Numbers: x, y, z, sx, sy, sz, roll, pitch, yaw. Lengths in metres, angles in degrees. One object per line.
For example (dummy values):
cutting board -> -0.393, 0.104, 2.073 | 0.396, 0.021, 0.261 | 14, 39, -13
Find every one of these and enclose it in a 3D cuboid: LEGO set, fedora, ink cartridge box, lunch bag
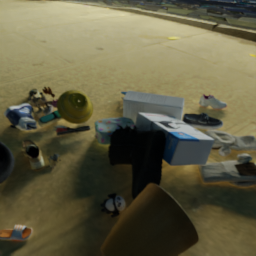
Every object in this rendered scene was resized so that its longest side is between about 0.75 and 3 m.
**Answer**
LEGO set -> -2.812, 1.193, 10.549 | 0.525, 0.229, 0.809 | -5, 35, -8
fedora -> -5.007, 1.361, 9.259 | 2.360, 1.078, 2.360 | 24, 31, -15
ink cartridge box -> 1.583, 0.356, 10.364 | 1.795, 1.036, 2.474 | 2, 21, -34
lunch bag -> -0.541, 0.152, 11.570 | 1.722, 0.664, 1.381 | -6, 30, -13

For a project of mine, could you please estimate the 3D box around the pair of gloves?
pair of gloves -> 3.885, 0.995, 10.587 | 2.544, 0.525, 2.992 | 4, 34, 6

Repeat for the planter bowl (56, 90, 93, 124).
planter bowl -> -2.298, -1.082, 12.617 | 1.710, 0.712, 1.710 | 9, 67, -22

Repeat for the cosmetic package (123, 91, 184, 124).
cosmetic package -> 1.101, -0.751, 12.422 | 2.593, 1.318, 0.960 | 9, 37, 12

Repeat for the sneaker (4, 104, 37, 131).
sneaker -> -4.534, -0.372, 12.570 | 1.368, 0.753, 1.868 | 41, 14, 4

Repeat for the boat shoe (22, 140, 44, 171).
boat shoe -> -3.636, 0.883, 10.683 | 0.650, 0.583, 1.756 | -21, 40, -27

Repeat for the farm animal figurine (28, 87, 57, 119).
farm animal figurine -> -3.934, -1.062, 13.380 | 1.421, 0.885, 1.760 | -29, 46, -7

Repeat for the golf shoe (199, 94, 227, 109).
golf shoe -> 4.209, -1.300, 13.838 | 1.358, 0.621, 0.511 | 9, 35, 10

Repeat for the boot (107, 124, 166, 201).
boot -> 0.114, 1.152, 9.662 | 0.985, 2.662, 2.182 | 21, -13, -40

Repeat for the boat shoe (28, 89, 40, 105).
boat shoe -> -4.934, -1.713, 14.553 | 0.541, 0.467, 1.483 | -3, 35, -4

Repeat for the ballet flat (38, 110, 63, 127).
ballet flat -> -3.370, -0.461, 12.715 | 1.570, 0.490, 0.530 | -22, 66, -36

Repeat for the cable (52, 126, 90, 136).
cable -> -2.419, 0.039, 11.844 | 1.569, 0.395, 0.762 | -7, 14, 4

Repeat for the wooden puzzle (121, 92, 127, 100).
wooden puzzle -> 0.459, -1.293, 14.180 | 1.441, 0.250, 2.135 | -5, 35, -15

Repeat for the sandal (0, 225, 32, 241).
sandal -> -3.258, 2.958, 7.929 | 1.023, 0.293, 0.392 | -2, 35, -3

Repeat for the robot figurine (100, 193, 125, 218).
robot figurine -> -0.463, 2.355, 8.529 | 0.757, 0.569, 0.472 | -19, 14, 17

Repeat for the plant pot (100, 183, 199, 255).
plant pot -> 0.378, 2.767, 7.082 | 2.035, 1.897, 1.897 | -34, 45, -19

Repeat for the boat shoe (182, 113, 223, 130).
boat shoe -> 3.328, -0.361, 12.460 | 1.810, 0.613, 0.649 | 6, 35, 9
